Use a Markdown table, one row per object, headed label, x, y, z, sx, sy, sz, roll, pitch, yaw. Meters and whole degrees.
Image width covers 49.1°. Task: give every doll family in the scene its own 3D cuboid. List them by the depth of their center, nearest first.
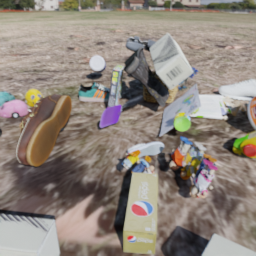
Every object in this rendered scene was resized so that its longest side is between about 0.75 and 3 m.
| label | x | y | z | sx | sy | sz | roll | pitch | yaw |
| --- | --- | --- | --- | --- | --- | --- | --- | --- | --- |
| doll family | 1.551 | 0.990 | 6.335 | 0.721 | 0.993 | 1.600 | 11 | 23 | -25 |
| doll family | 0.245 | 0.834 | 6.566 | 0.883 | 0.398 | 0.548 | 39 | 83 | 23 |

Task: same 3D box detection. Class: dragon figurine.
| label | x | y | z | sx | sy | sz | roll | pitch | yaw |
| --- | --- | --- | --- | --- | --- | --- | --- | --- | --- |
| dragon figurine | 2.319 | -2.484 | 13.303 | 0.687 | 1.161 | 2.335 | -18 | 31 | -33 |

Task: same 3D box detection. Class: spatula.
| label | x | y | z | sx | sy | sz | roll | pitch | yaw |
| --- | --- | --- | --- | --- | --- | --- | --- | --- | --- |
| spatula | -0.127 | -0.732 | 9.901 | 0.271 | 0.746 | 2.639 | 26 | 33 | 18 |

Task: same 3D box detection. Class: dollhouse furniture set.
| label | x | y | z | sx | sy | sz | roll | pitch | yaw |
| --- | --- | --- | --- | --- | --- | --- | --- | --- | --- |
| dollhouse furniture set | 4.434 | -0.521 | 10.182 | 1.139 | 0.590 | 0.504 | 23 | 75 | 39 |

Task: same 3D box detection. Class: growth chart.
| label | x | y | z | sx | sy | sz | roll | pitch | yaw |
| --- | --- | --- | --- | --- | --- | --- | --- | --- | --- |
| growth chart | 3.256 | -0.889 | 11.118 | 1.836 | 0.225 | 2.537 | 8 | 27 | 15 |

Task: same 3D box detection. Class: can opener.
| label | x | y | z | sx | sy | sz | roll | pitch | yaw |
| --- | --- | --- | --- | --- | --- | --- | --- | --- | --- |
| can opener | 0.919 | -3.428 | 12.275 | 2.148 | 0.718 | 0.573 | 14 | -15 | -13 |

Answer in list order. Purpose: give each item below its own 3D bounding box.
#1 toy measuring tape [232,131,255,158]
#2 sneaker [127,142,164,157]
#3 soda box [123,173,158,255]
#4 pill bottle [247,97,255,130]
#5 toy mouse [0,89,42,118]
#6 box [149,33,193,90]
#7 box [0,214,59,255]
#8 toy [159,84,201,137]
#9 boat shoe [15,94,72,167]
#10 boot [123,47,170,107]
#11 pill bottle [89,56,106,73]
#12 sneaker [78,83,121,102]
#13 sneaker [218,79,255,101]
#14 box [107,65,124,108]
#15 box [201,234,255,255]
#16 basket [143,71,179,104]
| label | x | y | z | sx | sy | sz | roll | pitch | yaw |
| --- | --- | --- | --- | --- | --- | --- | --- | --- | --- |
| toy measuring tape | 3.621 | 0.365 | 7.404 | 0.683 | 0.683 | 1.858 | -28 | -4 | -44 |
| sneaker | 0.473 | 0.573 | 7.877 | 1.049 | 0.383 | 0.371 | -11 | 27 | -10 |
| soda box | 0.287 | 1.617 | 5.617 | 0.586 | 0.554 | 1.732 | 3 | 27 | 6 |
| pill bottle | 4.899 | -0.715 | 8.098 | 1.396 | 1.396 | 2.548 | -16 | -10 | -29 |
| toy mouse | -4.593 | -0.994 | 10.932 | 2.587 | 0.563 | 2.911 | -12 | 29 | -24 |
| box | 1.485 | -2.475 | 10.142 | 1.031 | 0.858 | 2.509 | -37 | 28 | 19 |
| box | -2.266 | 1.946 | 4.631 | 2.080 | 0.854 | 0.711 | 5 | 26 | 6 |
| toy | 1.897 | -0.515 | 9.494 | 1.572 | 0.645 | 2.731 | -39 | 7 | 22 |
| boat shoe | -2.580 | -0.014 | 8.182 | 1.054 | 1.055 | 2.996 | 5 | 33 | 6 |
| boot | 0.807 | -1.949 | 10.903 | 0.831 | 2.090 | 2.400 | -37 | 20 | 30 |
| pill bottle | -1.517 | -3.185 | 14.230 | 0.752 | 0.752 | 1.299 | 0 | 5 | -1 |
| sneaker | -1.190 | -1.541 | 11.861 | 1.824 | 0.729 | 0.651 | -2 | 26 | -4 |
| sneaker | 5.034 | -1.677 | 11.989 | 2.210 | 0.889 | 0.844 | 9 | 29 | 21 |
| box | -0.484 | -1.528 | 10.814 | 0.279 | 1.605 | 0.883 | 13 | 28 | 6 |
| box | 2.003 | 2.386 | 3.670 | 2.211 | 0.909 | 0.756 | 19 | 32 | 31 |
| basket | 1.401 | -2.139 | 12.170 | 1.483 | 1.548 | 2.077 | 7 | 28 | 15 |
